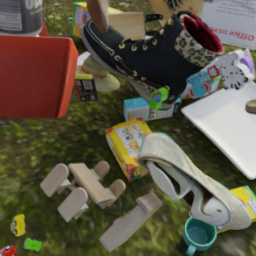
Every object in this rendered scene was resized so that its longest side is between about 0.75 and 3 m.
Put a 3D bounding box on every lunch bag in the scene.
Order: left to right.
[{"bbox_3d":[1.675,-2.306,9.654,2.246,1.684,2.648,-14,61,-9],"label":"lunch bag"}]

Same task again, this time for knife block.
[{"bbox_3d":[0.047,-2.931,8.111,2.079,0.758,2.369,-6,18,5],"label":"knife block"},{"bbox_3d":[1.067,-4.046,8.266,0.889,2.440,2.779,-47,22,6],"label":"knife block"}]

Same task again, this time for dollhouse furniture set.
[{"bbox_3d":[-0.386,1.173,5.118,1.073,1.515,1.649,-48,69,13],"label":"dollhouse furniture set"}]

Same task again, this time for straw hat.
[{"bbox_3d":[-0.836,-1.589,7.248,1.562,0.661,1.562,18,30,-10],"label":"straw hat"}]

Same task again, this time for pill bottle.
[{"bbox_3d":[-2.874,-3.106,7.004,1.407,2.473,1.407,8,41,-7],"label":"pill bottle"}]

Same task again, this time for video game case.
[{"bbox_3d":[-1.244,-0.918,6.530,0.984,1.089,0.139,1,69,0],"label":"video game case"}]

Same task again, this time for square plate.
[{"bbox_3d":[3.647,-0.107,8.591,2.967,0.422,2.939,-25,54,-20],"label":"square plate"}]

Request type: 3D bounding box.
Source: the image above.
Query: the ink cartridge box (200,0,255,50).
[{"bbox_3d":[2.452,-2.802,6.141,1.385,1.914,0.807,19,19,19],"label":"ink cartridge box"}]

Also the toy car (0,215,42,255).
[{"bbox_3d":[-1.827,1.972,4.812,0.187,0.790,0.840,0,61,32],"label":"toy car"}]

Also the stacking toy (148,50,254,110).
[{"bbox_3d":[1.687,-0.923,5.303,1.784,2.366,0.556,-24,92,-35],"label":"stacking toy"}]

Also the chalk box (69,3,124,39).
[{"bbox_3d":[-1.431,-4.296,11.335,2.063,1.277,1.283,26,35,19],"label":"chalk box"}]

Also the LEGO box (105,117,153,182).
[{"bbox_3d":[0.197,0.556,7.909,1.162,0.602,1.561,-20,53,-16],"label":"LEGO box"}]

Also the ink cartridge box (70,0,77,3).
[{"bbox_3d":[-1.667,-4.214,7.745,0.412,0.803,1.086,-23,82,-3],"label":"ink cartridge box"}]

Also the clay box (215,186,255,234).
[{"bbox_3d":[2.645,1.967,6.898,1.434,0.341,0.824,-14,52,-10],"label":"clay box"}]

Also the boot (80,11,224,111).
[{"bbox_3d":[0.425,-1.873,6.105,2.867,2.166,1.035,42,54,-3],"label":"boot"}]

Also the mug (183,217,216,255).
[{"bbox_3d":[1.540,2.452,6.378,0.845,0.522,0.694,-20,53,-15],"label":"mug"}]

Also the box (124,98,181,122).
[{"bbox_3d":[0.739,-0.626,8.824,1.719,0.707,0.422,-10,54,-8],"label":"box"}]

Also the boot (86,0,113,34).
[{"bbox_3d":[-0.409,-2.914,5.962,1.095,1.498,0.526,-33,26,-29],"label":"boot"}]

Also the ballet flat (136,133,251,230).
[{"bbox_3d":[1.063,1.107,4.783,2.418,0.815,0.754,42,45,-2],"label":"ballet flat"}]

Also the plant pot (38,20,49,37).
[{"bbox_3d":[-3.794,-2.758,9.803,2.249,2.247,1.982,-30,67,-23],"label":"plant pot"}]

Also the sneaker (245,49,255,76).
[{"bbox_3d":[3.067,-1.638,7.314,0.360,0.327,0.814,-16,68,28],"label":"sneaker"}]

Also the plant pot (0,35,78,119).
[{"bbox_3d":[-1.577,-0.770,4.664,1.365,1.363,1.203,1,95,-5],"label":"plant pot"}]

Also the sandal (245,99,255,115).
[{"bbox_3d":[2.183,-0.364,3.844,0.552,0.371,1.375,-15,14,-22],"label":"sandal"}]

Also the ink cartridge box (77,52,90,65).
[{"bbox_3d":[-1.647,-2.342,10.466,0.719,0.419,0.987,34,59,25],"label":"ink cartridge box"}]

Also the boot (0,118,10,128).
[{"bbox_3d":[-2.746,-0.696,5.565,1.660,1.781,0.572,6,46,31],"label":"boot"}]
